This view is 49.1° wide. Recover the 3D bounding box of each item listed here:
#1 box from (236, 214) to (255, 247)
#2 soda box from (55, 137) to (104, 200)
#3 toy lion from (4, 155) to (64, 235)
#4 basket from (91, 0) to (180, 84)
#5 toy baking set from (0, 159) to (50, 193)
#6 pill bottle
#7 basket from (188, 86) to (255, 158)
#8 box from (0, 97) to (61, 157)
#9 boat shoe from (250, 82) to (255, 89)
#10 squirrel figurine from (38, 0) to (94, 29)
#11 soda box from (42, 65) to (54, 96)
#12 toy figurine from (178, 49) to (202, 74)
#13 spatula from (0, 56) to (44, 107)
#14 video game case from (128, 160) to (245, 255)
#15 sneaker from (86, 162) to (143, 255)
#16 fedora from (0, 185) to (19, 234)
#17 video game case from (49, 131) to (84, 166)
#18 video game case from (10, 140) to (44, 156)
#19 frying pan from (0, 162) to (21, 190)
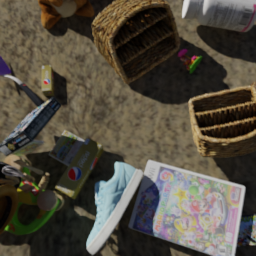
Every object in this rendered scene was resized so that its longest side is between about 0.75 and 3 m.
[{"bbox_3d":[3.702,2.936,8.122,1.523,0.264,0.838,-6,68,-2],"label":"box"},{"bbox_3d":[-1.456,1.237,8.602,0.579,0.613,1.810,27,71,10],"label":"soda box"},{"bbox_3d":[-3.507,2.181,8.232,2.422,0.831,2.321,40,81,14],"label":"toy lion"},{"bbox_3d":[0.373,-3.273,9.730,2.702,1.929,2.013,-34,71,-12],"label":"basket"},{"bbox_3d":[-2.721,1.364,7.394,1.254,1.634,0.190,14,48,-27],"label":"toy baking set"},{"bbox_3d":[3.345,-4.432,10.278,2.482,1.407,1.407,10,68,-1],"label":"pill bottle"},{"bbox_3d":[2.847,-0.126,8.005,1.995,1.486,1.424,-10,31,7],"label":"basket"},{"bbox_3d":[-2.824,-0.057,8.100,0.393,1.359,1.710,50,36,-21],"label":"box"},{"bbox_3d":[4.486,-1.308,9.670,1.719,0.605,0.604,-19,74,-16],"label":"boat shoe"},{"bbox_3d":[-2.600,-5.721,10.262,2.094,2.762,2.959,-13,69,-5],"label":"squirrel figurine"},{"bbox_3d":[-2.851,-1.675,9.930,0.344,0.364,1.073,-5,68,-2],"label":"soda box"},{"bbox_3d":[2.097,-2.431,9.941,0.757,0.822,0.617,43,69,15],"label":"toy figurine"},{"bbox_3d":[-3.913,-1.597,9.779,2.991,0.307,0.845,41,29,9],"label":"spatula"},{"bbox_3d":[1.728,2.330,8.211,2.964,0.267,2.123,14,69,12],"label":"video game case"},{"bbox_3d":[-0.611,2.150,7.966,1.110,1.002,2.710,28,54,7],"label":"sneaker"},{"bbox_3d":[-3.645,2.180,7.218,0.728,1.786,1.786,23,70,16],"label":"fedora"},{"bbox_3d":[-1.945,0.683,9.120,0.888,0.112,0.975,27,72,10],"label":"video game case"},{"bbox_3d":[-3.120,0.620,8.633,0.791,0.870,0.100,-31,80,5],"label":"video game case"},{"bbox_3d":[-3.874,1.802,7.778,1.564,2.586,0.421,4,39,-29],"label":"frying pan"}]
